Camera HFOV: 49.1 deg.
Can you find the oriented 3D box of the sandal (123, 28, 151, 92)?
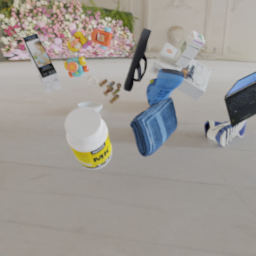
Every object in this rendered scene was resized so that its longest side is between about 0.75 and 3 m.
[{"bbox_3d":[0.352,-1.989,9.051,0.540,2.523,0.960,21,57,-2],"label":"sandal"}]

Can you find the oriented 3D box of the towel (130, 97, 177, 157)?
[{"bbox_3d":[0.838,-0.072,8.025,0.502,1.154,2.067,-7,18,34],"label":"towel"}]

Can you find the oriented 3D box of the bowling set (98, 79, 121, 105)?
[{"bbox_3d":[-0.556,-1.293,9.304,0.473,0.882,0.614,-46,10,-35],"label":"bowling set"}]

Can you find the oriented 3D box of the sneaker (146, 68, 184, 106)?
[{"bbox_3d":[1.140,-1.215,9.078,0.825,0.981,2.503,15,-7,-8],"label":"sneaker"}]

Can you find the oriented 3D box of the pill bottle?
[{"bbox_3d":[-0.785,0.235,5.655,0.816,1.427,0.816,-1,62,3],"label":"pill bottle"}]

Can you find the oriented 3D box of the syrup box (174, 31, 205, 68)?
[{"bbox_3d":[2.299,-2.950,10.598,0.524,1.286,0.506,17,48,-19],"label":"syrup box"}]

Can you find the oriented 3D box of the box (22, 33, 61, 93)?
[{"bbox_3d":[-3.246,-2.421,10.566,0.582,1.937,1.130,-25,-16,-15],"label":"box"}]

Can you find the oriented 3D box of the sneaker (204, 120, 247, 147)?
[{"bbox_3d":[4.049,-0.004,12.025,2.269,0.917,1.311,-19,29,-40],"label":"sneaker"}]

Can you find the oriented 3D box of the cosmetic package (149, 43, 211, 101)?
[{"bbox_3d":[2.183,-2.332,11.475,2.291,0.592,1.727,31,45,-2],"label":"cosmetic package"}]

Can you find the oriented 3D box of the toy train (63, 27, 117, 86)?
[{"bbox_3d":[-1.102,-1.963,7.516,1.264,1.683,0.468,22,23,0],"label":"toy train"}]

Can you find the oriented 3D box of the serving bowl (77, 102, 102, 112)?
[{"bbox_3d":[-2.144,-1.103,15.840,1.389,0.457,1.389,-1,19,0],"label":"serving bowl"}]

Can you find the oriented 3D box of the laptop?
[{"bbox_3d":[3.512,-0.897,7.942,1.338,1.510,0.780,-26,18,-15],"label":"laptop"}]
